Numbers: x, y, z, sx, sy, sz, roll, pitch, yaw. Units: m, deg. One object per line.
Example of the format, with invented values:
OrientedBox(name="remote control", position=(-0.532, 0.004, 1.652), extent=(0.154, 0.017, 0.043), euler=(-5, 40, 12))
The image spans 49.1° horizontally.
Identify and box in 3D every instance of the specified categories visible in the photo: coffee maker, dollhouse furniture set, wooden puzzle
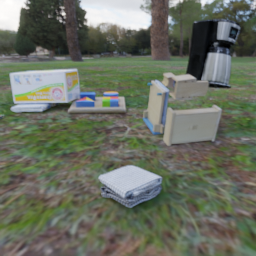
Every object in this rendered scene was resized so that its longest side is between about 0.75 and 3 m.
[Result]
OrientedBox(name="coffee maker", position=(2.825, -2.710, 10.393), extent=(2.225, 2.317, 1.561), euler=(10, 6, 25))
OrientedBox(name="dollhouse furniture set", position=(1.701, -0.923, 9.463), extent=(1.652, 2.390, 2.532), euler=(-5, 29, -17))
OrientedBox(name="wooden puzzle", position=(-1.454, -1.304, 13.693), extent=(2.592, 0.648, 2.798), euler=(-1, 17, -2))

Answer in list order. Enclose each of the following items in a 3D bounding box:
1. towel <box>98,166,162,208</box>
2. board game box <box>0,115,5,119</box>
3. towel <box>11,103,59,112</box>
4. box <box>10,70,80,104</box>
OrientedBox(name="towel", position=(0.049, 1.216, 5.816), extent=(1.079, 0.462, 0.893), euler=(-14, 23, -43))
OrientedBox(name="board game box", position=(-5.594, -0.403, 11.697), extent=(0.468, 0.105, 0.894), euler=(0, 17, 7))
OrientedBox(name="towel", position=(-4.476, -1.092, 13.696), extent=(1.621, 0.263, 2.207), euler=(0, 15, 7))
OrientedBox(name="box", position=(-4.062, -2.073, 13.905), extent=(2.886, 1.463, 1.623), euler=(0, 15, 12))
